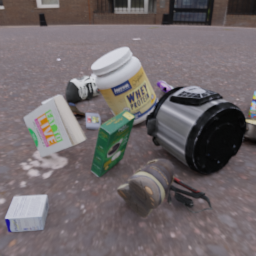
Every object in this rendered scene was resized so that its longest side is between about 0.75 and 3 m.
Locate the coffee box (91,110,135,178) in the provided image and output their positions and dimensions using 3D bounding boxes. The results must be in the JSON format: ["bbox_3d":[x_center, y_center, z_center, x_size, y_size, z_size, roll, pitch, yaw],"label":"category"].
[{"bbox_3d":[-0.433,0.446,7.664,0.393,1.786,1.098,36,46,20],"label":"coffee box"}]

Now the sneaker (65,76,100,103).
[{"bbox_3d":[-1.984,-1.930,13.566,1.267,1.061,2.863,6,27,17],"label":"sneaker"}]

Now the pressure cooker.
[{"bbox_3d":[1.864,-0.068,8.424,2.199,2.233,2.500,38,0,-38],"label":"pressure cooker"}]

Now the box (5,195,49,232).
[{"bbox_3d":[-2.249,1.913,6.299,0.776,0.407,0.714,-2,26,-5],"label":"box"}]

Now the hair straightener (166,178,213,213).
[{"bbox_3d":[1.213,1.604,6.748,1.672,0.342,0.643,25,73,30],"label":"hair straightener"}]

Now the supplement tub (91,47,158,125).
[{"bbox_3d":[-0.121,-1.549,10.650,1.828,2.532,1.828,-23,29,13],"label":"supplement tub"}]

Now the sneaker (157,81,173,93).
[{"bbox_3d":[1.775,-2.049,14.123,0.439,0.400,0.994,-23,45,-36],"label":"sneaker"}]

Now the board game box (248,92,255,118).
[{"bbox_3d":[6.042,-0.631,11.251,2.158,0.740,2.610,14,29,23],"label":"board game box"}]

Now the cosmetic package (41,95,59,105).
[{"bbox_3d":[-3.275,-1.109,12.274,0.873,0.354,0.492,-32,27,-26],"label":"cosmetic package"}]

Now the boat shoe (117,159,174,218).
[{"bbox_3d":[0.425,1.264,5.883,0.864,2.356,0.878,-40,84,-23],"label":"boat shoe"}]

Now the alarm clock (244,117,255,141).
[{"bbox_3d":[4.665,0.087,9.685,2.004,0.667,1.351,4,16,-4],"label":"alarm clock"}]

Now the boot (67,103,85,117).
[{"bbox_3d":[-2.097,-0.725,11.332,0.407,0.528,1.089,-14,-5,23],"label":"boot"}]

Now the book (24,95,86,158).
[{"bbox_3d":[-2.208,0.011,8.063,0.495,1.376,2.060,-28,5,-43],"label":"book"}]

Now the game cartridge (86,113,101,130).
[{"bbox_3d":[-1.350,-0.267,10.830,0.566,0.174,0.850,6,41,-16],"label":"game cartridge"}]

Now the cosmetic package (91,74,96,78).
[{"bbox_3d":[-1.862,-2.803,16.237,0.551,0.338,1.335,-2,26,-6],"label":"cosmetic package"}]
